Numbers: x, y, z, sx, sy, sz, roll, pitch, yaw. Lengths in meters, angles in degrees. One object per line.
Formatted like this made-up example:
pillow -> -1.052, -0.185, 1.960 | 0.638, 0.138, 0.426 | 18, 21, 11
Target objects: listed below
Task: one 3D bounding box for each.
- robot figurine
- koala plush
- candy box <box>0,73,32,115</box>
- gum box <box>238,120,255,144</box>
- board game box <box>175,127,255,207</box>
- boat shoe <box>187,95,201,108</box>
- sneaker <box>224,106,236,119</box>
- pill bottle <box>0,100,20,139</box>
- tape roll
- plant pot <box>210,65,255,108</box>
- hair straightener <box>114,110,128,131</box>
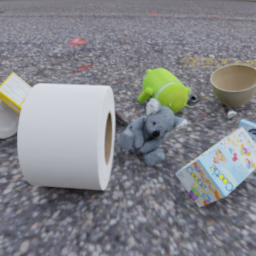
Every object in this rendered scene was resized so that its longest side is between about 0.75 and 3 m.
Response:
robot figurine -> 1.605, -1.637, 12.416 | 2.277, 1.501, 2.595 | -3, 37, -27
koala plush -> 0.856, -0.034, 9.163 | 1.631, 1.839, 1.690 | 33, 40, -7
candy box -> -3.474, -0.746, 10.401 | 0.361, 2.734, 1.397 | -37, 25, 23
gum box -> 4.383, 0.389, 9.752 | 1.196, 1.016, 0.266 | 27, 35, 36
board game box -> 2.699, 1.101, 8.111 | 2.261, 1.165, 1.186 | -26, 76, -35
boat shoe -> 3.113, -1.349, 13.089 | 0.452, 0.390, 1.243 | 18, 36, 27
sneaker -> 4.216, -0.685, 11.776 | 0.477, 0.340, 0.961 | 49, 26, 19
pill bottle -> -5.666, -0.804, 11.027 | 2.955, 1.671, 1.671 | 21, 38, 27
tape roll -> -1.566, 0.245, 8.144 | 2.057, 2.996, 2.996 | 3, 32, 5
plant pot -> 4.774, -1.715, 12.572 | 2.024, 1.359, 2.024 | -10, 42, 9
hair straightener -> -0.687, -0.308, 11.520 | 0.813, 0.432, 2.113 | -14, 40, -26
